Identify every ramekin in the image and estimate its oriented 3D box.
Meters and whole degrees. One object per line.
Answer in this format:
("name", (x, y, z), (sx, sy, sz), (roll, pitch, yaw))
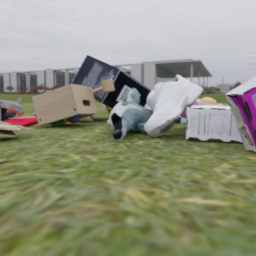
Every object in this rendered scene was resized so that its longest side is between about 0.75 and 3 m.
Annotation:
("ramekin", (4.194, -1.486, 6.951), (2.351, 2.351, 1.095), (1, 11, 11))

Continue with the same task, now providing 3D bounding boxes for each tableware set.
("tableware set", (-3.301, 0.048, 6.688), (1.883, 0.377, 1.245), (9, 1, 38))

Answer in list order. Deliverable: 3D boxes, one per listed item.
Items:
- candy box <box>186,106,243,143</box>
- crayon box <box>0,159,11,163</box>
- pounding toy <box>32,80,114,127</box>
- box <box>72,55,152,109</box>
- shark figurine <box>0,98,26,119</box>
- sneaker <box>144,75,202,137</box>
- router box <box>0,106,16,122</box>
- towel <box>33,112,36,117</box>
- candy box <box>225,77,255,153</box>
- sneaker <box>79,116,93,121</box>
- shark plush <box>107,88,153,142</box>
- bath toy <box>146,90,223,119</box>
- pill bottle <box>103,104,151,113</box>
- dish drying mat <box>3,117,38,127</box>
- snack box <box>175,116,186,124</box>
("candy box", (2.498, -0.131, 6.589), (2.096, 0.750, 1.758), (3, 7, 18))
("crayon box", (-2.507, 0.359, 4.064), (1.310, 0.333, 0.832), (2, 7, 15))
("pounding toy", (-1.518, -0.801, 9.498), (2.399, 1.097, 2.107), (-15, -1, 18))
("box", (-0.722, -1.708, 11.707), (2.058, 1.451, 2.781), (25, 7, -44))
("shark figurine", (-3.681, -0.688, 9.352), (0.869, 0.607, 1.454), (8, -16, -1))
("sneaker", (0.940, -0.611, 7.095), (2.091, 1.039, 0.815), (-42, -12, -34))
("router box", (-5.497, -0.505, 10.125), (2.164, 0.719, 2.752), (0, 6, -3))
("towel", (-3.398, -0.577, 12.878), (1.793, 0.284, 2.497), (-3, 7, -22))
("candy box", (2.696, -0.453, 4.916), (1.698, 1.158, 0.518), (-27, 13, -9))
("sneaker", (-2.026, -0.926, 11.648), (0.985, 0.972, 2.516), (3, 20, -23))
("shark plush", (0.209, -0.272, 7.314), (1.217, 1.328, 2.923), (32, 5, 6))
("bath toy", (1.762, -0.545, 8.375), (2.646, 0.978, 1.151), (7, -30, -35))
("pill bottle", (-0.017, -1.584, 16.405), (2.703, 1.520, 1.520), (3, 7, 29))
("dish drying mat", (-3.727, -0.196, 9.667), (0.899, 0.213, 2.342), (0, 6, -2))
("snack box", (1.594, -0.364, 10.905), (1.528, 0.284, 0.888), (5, 8, 37))
